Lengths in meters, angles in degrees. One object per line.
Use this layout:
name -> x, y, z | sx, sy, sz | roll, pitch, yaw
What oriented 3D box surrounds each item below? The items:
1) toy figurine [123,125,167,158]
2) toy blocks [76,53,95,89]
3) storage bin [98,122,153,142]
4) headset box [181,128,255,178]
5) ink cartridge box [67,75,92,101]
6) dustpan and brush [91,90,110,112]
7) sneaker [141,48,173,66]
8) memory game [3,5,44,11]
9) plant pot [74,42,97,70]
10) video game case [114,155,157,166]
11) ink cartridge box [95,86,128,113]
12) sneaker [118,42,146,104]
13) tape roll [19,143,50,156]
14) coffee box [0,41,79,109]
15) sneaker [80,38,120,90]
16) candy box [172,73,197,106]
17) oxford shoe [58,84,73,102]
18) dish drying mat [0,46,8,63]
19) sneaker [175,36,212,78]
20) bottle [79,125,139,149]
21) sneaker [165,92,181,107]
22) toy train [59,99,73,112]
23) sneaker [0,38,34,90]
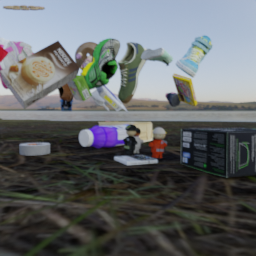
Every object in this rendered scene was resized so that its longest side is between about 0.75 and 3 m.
toy figurine -> 0.547, 0.392, 8.658 | 1.325, 0.922, 1.305 | 4, 0, 13
toy blocks -> -1.970, -2.436, 12.340 | 1.418, 1.325, 1.193 | 18, 38, -3
storage bin -> -0.108, 0.182, 13.643 | 2.038, 0.955, 2.023 | 1, 3, 31
headset box -> 2.689, 0.507, 6.917 | 2.127, 0.987, 1.852 | -1, 3, -21
ink cartridge box -> -1.877, -1.417, 9.861 | 1.094, 0.809, 0.414 | 13, 45, 45
dustpan and brush -> -1.356, -1.316, 14.192 | 1.259, 0.360, 0.879 | 39, 28, -2
sneaker -> 0.719, -1.728, 6.983 | 0.516, 0.322, 0.875 | 28, -7, -35
memory game -> -2.923, -3.381, 7.880 | 1.130, 0.072, 1.130 | 2, 26, -1
plant pot -> -1.854, -3.389, 13.299 | 1.463, 1.463, 0.675 | 0, 4, 1
video game case -> 0.193, 0.902, 7.869 | 0.909, 0.117, 1.000 | -2, 3, -23
ink cartridge box -> -0.786, -1.304, 11.809 | 1.515, 0.356, 1.497 | 44, 8, -35
sneaker -> -0.087, -2.603, 12.826 | 1.252, 2.789, 0.935 | 21, 1, -45
tape roll -> -3.150, 0.708, 9.461 | 0.982, 0.324, 0.982 | 1, 2, 0
coffee box -> -2.613, -1.608, 8.419 | 1.960, 1.121, 0.781 | -38, 0, -23
sneaker -> -0.760, -2.410, 10.533 | 1.120, 2.628, 1.025 | 0, -38, 27
candy box -> 1.890, -1.245, 9.281 | 0.659, 0.170, 1.289 | 24, -21, 35
oxford shoe -> -2.736, -1.971, 11.903 | 0.610, 1.712, 0.611 | 7, -25, -45
dish drying mat -> -4.167, -1.428, 7.196 | 0.863, 2.247, 0.204 | 40, -18, -19
sneaker -> 2.583, -2.817, 10.692 | 0.887, 1.456, 2.231 | 34, 26, -5
bottle -> -0.751, 0.331, 11.290 | 1.117, 0.873, 2.674 | 4, 5, 42
sneaker -> 1.898, -1.305, 12.383 | 0.711, 0.608, 1.733 | 25, 10, 17
toy train -> -2.836, -1.453, 12.863 | 0.615, 1.420, 0.811 | 0, -21, -11
sneaker -> -4.121, -2.510, 10.445 | 1.314, 1.211, 2.978 | -6, 44, -15
